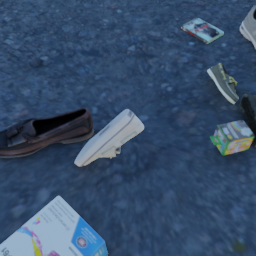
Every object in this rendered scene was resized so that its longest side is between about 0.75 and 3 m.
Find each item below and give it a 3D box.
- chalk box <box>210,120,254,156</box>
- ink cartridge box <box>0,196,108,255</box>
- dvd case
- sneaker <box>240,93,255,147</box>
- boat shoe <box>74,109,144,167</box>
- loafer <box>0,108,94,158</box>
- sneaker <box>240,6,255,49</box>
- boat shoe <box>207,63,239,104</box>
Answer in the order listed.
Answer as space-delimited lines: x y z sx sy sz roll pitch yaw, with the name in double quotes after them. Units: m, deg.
2.685 0.284 7.463 0.996 0.617 0.620 -12 49 -8 "chalk box"
-1.672 2.687 5.624 1.504 0.881 2.082 36 60 25 "ink cartridge box"
3.025 -3.996 11.462 1.042 0.157 1.428 -33 57 -23 "dvd case"
3.813 -0.241 8.075 0.700 0.666 1.766 4 62 -10 "sneaker"
-0.495 0.411 7.097 0.700 2.131 0.767 43 20 -15 "boat shoe"
-2.358 0.012 7.636 2.852 0.898 1.025 -12 50 -17 "loafer"
5.232 -3.521 10.448 1.029 1.129 2.754 -20 54 -15 "sneaker"
3.106 -1.470 8.947 0.537 0.641 1.795 -38 39 22 "boat shoe"
